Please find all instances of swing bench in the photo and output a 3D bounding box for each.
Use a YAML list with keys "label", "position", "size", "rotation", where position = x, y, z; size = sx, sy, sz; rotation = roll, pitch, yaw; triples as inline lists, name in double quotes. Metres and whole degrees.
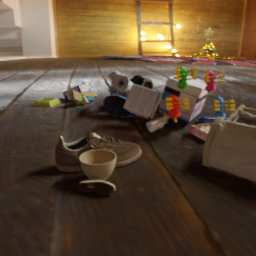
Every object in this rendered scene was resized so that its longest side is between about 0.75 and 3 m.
- label: "swing bench"
  position: [3.685, 0.434, 7.863]
  size: [2.273, 1.482, 2.285]
  rotation: [18, 26, 41]

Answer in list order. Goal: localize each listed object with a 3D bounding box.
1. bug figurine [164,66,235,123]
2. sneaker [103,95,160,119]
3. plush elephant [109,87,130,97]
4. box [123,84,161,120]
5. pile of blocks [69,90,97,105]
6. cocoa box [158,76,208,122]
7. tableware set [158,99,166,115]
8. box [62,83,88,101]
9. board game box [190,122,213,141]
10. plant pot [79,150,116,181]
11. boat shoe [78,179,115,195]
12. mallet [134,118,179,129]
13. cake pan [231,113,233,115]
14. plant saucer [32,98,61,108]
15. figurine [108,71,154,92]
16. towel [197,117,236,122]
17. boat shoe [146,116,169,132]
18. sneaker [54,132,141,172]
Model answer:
- label: "bug figurine"
  position: [2.604, -1.229, 10.538]
  size: [2.761, 2.141, 0.710]
  rotation: [2, -3, -14]
- label: "sneaker"
  position: [0.161, -0.920, 12.943]
  size: [2.766, 1.042, 1.085]
  rotation: [12, 10, 15]
- label: "plush elephant"
  position: [-0.341, -1.684, 14.257]
  size: [1.234, 1.160, 1.498]
  rotation: [32, 37, 7]
- label: "box"
  position: [0.595, -1.060, 11.510]
  size: [1.215, 1.117, 0.637]
  rotation: [20, -5, 17]
- label: "pile of blocks"
  position: [-2.479, -1.559, 15.354]
  size: [0.624, 0.824, 2.007]
  rotation: [-38, -13, 31]
- label: "cocoa box"
  position: [2.478, -1.359, 12.138]
  size: [1.487, 1.464, 2.230]
  rotation: [24, 23, 19]
- label: "tableware set"
  position: [2.400, -1.132, 13.989]
  size: [1.614, 0.489, 2.442]
  rotation: [20, 29, 11]
- label: "box"
  position: [-3.009, -2.077, 16.073]
  size: [1.106, 0.580, 1.017]
  rotation: [-22, 13, 19]
- label: "board game box"
  position: [3.270, 0.122, 10.522]
  size: [1.467, 0.340, 1.111]
  rotation: [-7, 20, -21]
- label: "plant pot"
  position: [-0.784, 1.043, 7.348]
  size: [0.950, 0.638, 0.950]
  rotation: [0, 18, 0]
- label: "boat shoe"
  position: [-0.735, 1.388, 6.821]
  size: [0.928, 0.343, 0.343]
  rotation: [5, 13, 14]
- label: "mallet"
  position: [1.226, -0.273, 11.776]
  size: [1.890, 0.389, 0.623]
  rotation: [4, 19, 25]
- label: "cake pan"
  position: [5.085, -0.463, 12.505]
  size: [0.984, 0.180, 0.984]
  rotation: [0, 18, 0]
- label: "plant saucer"
  position: [-4.388, -1.397, 15.123]
  size: [1.130, 0.271, 1.132]
  rotation: [5, 19, 15]
- label: "figurine"
  position: [0.023, -2.331, 14.032]
  size: [2.032, 0.875, 1.983]
  rotation: [8, 20, -17]
- label: "towel"
  position: [3.830, -0.371, 11.583]
  size: [1.724, 0.206, 1.248]
  rotation: [0, -1, 2]
- label: "boat shoe"
  position: [1.205, -0.164, 11.267]
  size: [1.276, 0.426, 0.469]
  rotation: [-22, 12, -37]
- label: "sneaker"
  position: [-0.795, 0.596, 8.125]
  size: [2.602, 0.983, 0.917]
  rotation: [-8, 21, -22]
